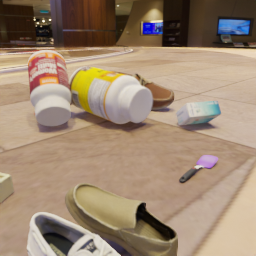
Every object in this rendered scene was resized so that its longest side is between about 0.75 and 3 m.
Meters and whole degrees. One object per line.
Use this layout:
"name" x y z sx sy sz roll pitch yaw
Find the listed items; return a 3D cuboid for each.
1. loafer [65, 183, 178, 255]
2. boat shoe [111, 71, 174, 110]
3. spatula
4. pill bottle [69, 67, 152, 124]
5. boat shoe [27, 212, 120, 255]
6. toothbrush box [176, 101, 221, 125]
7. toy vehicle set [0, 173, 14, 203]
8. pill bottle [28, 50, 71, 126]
"loafer" -0.050 1.146 3.615 1.634 0.551 0.621 28 27 8
"boat shoe" 0.305 -1.419 10.227 2.785 1.000 1.054 12 57 15
"spatula" 1.441 0.844 5.850 0.362 0.132 1.281 15 25 40
"pill bottle" -0.597 -1.040 8.960 2.741 1.497 1.497 22 29 39
"boat shoe" -0.478 1.538 3.128 1.964 0.642 0.723 12 23 30
"toothbrush box" 2.109 -0.446 8.465 1.065 0.454 0.780 -5 -16 -18
"toy vehicle set" -3.604 1.136 4.670 2.719 0.360 1.689 6 21 17
"pill bottle" -2.417 -1.233 8.661 1.200 1.200 2.190 -6 59 -17
